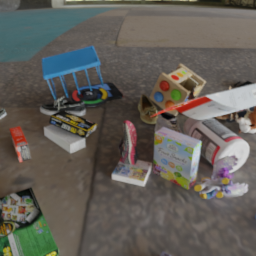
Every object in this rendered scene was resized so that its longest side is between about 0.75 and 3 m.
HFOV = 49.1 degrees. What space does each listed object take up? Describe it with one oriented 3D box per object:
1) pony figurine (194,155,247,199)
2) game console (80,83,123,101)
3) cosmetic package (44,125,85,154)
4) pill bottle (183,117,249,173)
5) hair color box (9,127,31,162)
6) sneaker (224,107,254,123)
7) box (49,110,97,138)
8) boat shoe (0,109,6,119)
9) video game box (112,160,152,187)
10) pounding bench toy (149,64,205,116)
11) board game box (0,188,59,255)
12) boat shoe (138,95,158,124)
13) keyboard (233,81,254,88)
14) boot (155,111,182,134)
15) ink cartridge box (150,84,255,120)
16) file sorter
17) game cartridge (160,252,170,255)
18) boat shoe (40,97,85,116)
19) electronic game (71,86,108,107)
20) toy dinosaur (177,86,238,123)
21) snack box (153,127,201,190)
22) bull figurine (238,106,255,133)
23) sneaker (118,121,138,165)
[{"bbox_3d":[2.688,1.598,8.281,1.472,1.270,1.525,-19,-4,17],"label":"pony figurine"},{"bbox_3d":[-1.510,-1.907,15.148,2.059,0.320,1.821,-13,33,-20],"label":"game console"},{"bbox_3d":[-2.548,0.370,11.148,1.778,0.450,0.734,27,34,36],"label":"cosmetic package"},{"bbox_3d":[3.048,0.451,10.175,1.326,1.326,2.396,-12,33,-19],"label":"pill bottle"},{"bbox_3d":[-4.085,0.594,10.552,0.432,0.716,1.411,-16,34,-25],"label":"hair color box"},{"bbox_3d":[5.156,-0.754,12.887,1.825,0.640,0.749,-7,35,-14],"label":"sneaker"},{"bbox_3d":[-2.191,-0.178,11.268,1.585,0.391,1.265,23,18,5],"label":"box"},{"bbox_3d":[-6.011,-0.574,12.852,0.372,0.366,1.033,6,31,9],"label":"boat shoe"},{"bbox_3d":[0.147,1.467,9.529,1.134,0.265,1.033,10,30,16],"label":"video game box"},{"bbox_3d":[2.596,-1.463,13.102,2.495,1.550,1.946,41,46,17],"label":"pounding bench toy"},{"bbox_3d":[-2.907,2.660,7.522,1.328,0.297,2.535,-15,34,-27],"label":"board game box"},{"bbox_3d":[0.885,-0.857,13.041,0.766,0.655,2.090,-8,32,-13],"label":"boat shoe"},{"bbox_3d":[6.681,-2.447,16.222,0.952,0.154,1.498,32,42,32],"label":"keyboard"},{"bbox_3d":[1.737,0.144,10.963,0.815,1.059,2.216,-16,34,-24],"label":"boot"},{"bbox_3d":[2.419,-0.584,8.907,2.933,0.693,2.348,-15,-2,-13],"label":"ink cartridge box"},{"bbox_3d":[-2.621,-2.577,13.492,2.571,1.577,1.784,-16,41,-6],"label":"file sorter"},{"bbox_3d":[1.104,3.391,6.375,1.141,0.219,0.740,20,32,29],"label":"game cartridge"},{"bbox_3d":[-3.123,-1.038,13.247,2.198,0.751,0.811,6,31,11],"label":"boat shoe"},{"bbox_3d":[-1.944,-1.635,14.238,1.884,0.392,1.884,2,37,-1],"label":"electronic game"},{"bbox_3d":[3.414,-0.962,11.439,1.974,1.250,2.913,9,2,40],"label":"toy dinosaur"},{"bbox_3d":[1.518,0.970,8.998,1.393,1.652,0.559,21,37,33],"label":"snack box"},{"bbox_3d":[5.692,-0.386,11.908,2.458,0.800,1.492,5,64,-5],"label":"bull figurine"},{"bbox_3d":[-0.054,0.526,9.335,0.580,1.553,0.626,1,17,17],"label":"sneaker"}]
